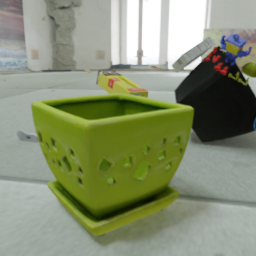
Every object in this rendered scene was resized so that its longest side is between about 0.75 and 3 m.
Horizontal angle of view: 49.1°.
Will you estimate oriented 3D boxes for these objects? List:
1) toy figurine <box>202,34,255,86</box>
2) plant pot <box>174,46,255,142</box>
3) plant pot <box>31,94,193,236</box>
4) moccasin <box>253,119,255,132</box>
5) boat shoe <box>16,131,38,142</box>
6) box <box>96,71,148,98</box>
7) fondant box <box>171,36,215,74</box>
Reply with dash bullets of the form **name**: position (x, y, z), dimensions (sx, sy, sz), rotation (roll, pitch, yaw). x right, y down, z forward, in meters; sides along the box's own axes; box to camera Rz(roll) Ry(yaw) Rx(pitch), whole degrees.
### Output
- **toy figurine**: position (2.507, -1.767, 6.593), dimensions (0.746, 0.847, 1.414), rotation (-33, 55, -20)
- **plant pot**: position (2.702, -0.894, 8.785), dimensions (2.001, 2.250, 2.256), rotation (-31, 19, 20)
- **plant pot**: position (-0.321, 0.500, 5.020), dimensions (2.133, 1.936, 2.123), rotation (-11, 18, -35)
- **moccasin**: position (3.994, -0.428, 7.416), dimensions (1.576, 0.634, 0.538), rotation (-41, 13, -13)
- **boat shoe**: position (-3.202, 0.251, 9.055), dimensions (0.872, 0.314, 0.287), rotation (6, 10, 22)
- **box**: position (-0.237, -1.274, 8.839), dimensions (0.741, 0.493, 1.968), rotation (-7, 32, -33)
- **fondant box**: position (2.191, -2.473, 9.527), dimensions (1.306, 0.380, 0.942), rotation (-35, -1, -18)
